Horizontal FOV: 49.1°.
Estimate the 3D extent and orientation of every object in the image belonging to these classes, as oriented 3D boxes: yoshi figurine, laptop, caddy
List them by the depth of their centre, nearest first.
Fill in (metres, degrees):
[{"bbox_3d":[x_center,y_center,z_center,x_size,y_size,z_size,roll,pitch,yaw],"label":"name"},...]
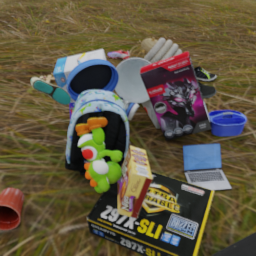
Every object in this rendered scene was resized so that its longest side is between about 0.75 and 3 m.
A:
[{"bbox_3d":[3.670,3.807,6.037,2.975,1.724,2.785,-31,36,6],"label":"laptop"},{"bbox_3d":[-0.676,0.702,7.133,1.016,1.020,1.814,-12,79,-7],"label":"yoshi figurine"},{"bbox_3d":[2.542,1.278,9.106,1.301,0.806,1.390,-4,35,-4],"label":"laptop"},{"bbox_3d":[3.963,-0.273,11.342,1.549,0.813,1.095,-3,34,-5],"label":"caddy"}]

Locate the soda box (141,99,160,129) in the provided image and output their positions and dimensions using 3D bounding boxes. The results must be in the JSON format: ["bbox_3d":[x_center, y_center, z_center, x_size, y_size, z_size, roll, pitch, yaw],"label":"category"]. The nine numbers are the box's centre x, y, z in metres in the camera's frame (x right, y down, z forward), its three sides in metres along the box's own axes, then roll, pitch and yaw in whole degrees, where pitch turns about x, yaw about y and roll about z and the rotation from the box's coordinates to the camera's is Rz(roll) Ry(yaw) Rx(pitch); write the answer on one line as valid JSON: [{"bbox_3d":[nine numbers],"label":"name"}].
[{"bbox_3d":[1.246,-1.157,12.456,0.914,0.984,2.882,-8,36,-13],"label":"soda box"}]

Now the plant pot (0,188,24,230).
[{"bbox_3d":[-3.345,2.199,7.803,0.897,0.897,0.872,-2,26,-3],"label":"plant pot"}]

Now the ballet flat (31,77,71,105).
[{"bbox_3d":[-2.497,-1.239,9.135,0.502,1.487,0.464,-53,43,5],"label":"ballet flat"}]

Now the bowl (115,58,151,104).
[{"bbox_3d":[0.347,-2.076,11.791,1.927,1.927,0.866,3,27,5],"label":"bowl"}]

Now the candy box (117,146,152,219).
[{"bbox_3d":[0.123,1.256,6.960,0.511,1.056,1.811,18,15,-8],"label":"candy box"}]

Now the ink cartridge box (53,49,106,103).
[{"bbox_3d":[-1.768,-2.076,11.368,1.969,1.445,1.438,-12,37,4],"label":"ink cartridge box"}]

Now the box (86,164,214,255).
[{"bbox_3d":[0.659,2.276,7.689,2.861,0.706,2.285,15,42,21],"label":"box"}]

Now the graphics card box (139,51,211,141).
[{"bbox_3d":[1.766,-1.077,10.256,1.822,2.904,0.739,-16,23,18],"label":"graphics card box"}]

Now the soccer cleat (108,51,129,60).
[{"bbox_3d":[-0.623,-4.752,18.034,1.473,0.563,0.491,13,37,17],"label":"soccer cleat"}]

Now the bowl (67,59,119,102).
[{"bbox_3d":[-1.283,-1.655,10.012,1.916,1.916,0.376,-15,57,-20],"label":"bowl"}]

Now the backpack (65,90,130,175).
[{"bbox_3d":[-0.938,0.107,8.720,2.130,2.611,2.007,3,55,-4],"label":"backpack"}]

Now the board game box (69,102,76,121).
[{"bbox_3d":[-1.247,-0.356,10.349,1.833,1.232,0.410,-7,8,-41],"label":"board game box"}]

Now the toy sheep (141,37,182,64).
[{"bbox_3d":[1.719,-3.121,12.955,2.718,1.874,1.874,36,38,-6],"label":"toy sheep"}]

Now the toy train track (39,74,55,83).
[{"bbox_3d":[-4.037,-2.819,15.496,1.717,0.279,0.985,-2,35,-4],"label":"toy train track"}]

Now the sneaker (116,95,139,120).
[{"bbox_3d":[-0.287,-0.877,11.075,1.226,0.674,1.674,31,-4,-4],"label":"sneaker"}]

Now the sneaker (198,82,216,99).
[{"bbox_3d":[2.342,-1.622,10.713,2.115,0.866,0.774,5,22,0],"label":"sneaker"}]

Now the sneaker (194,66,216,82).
[{"bbox_3d":[3.968,-3.005,15.359,1.753,0.726,0.629,8,35,12],"label":"sneaker"}]
